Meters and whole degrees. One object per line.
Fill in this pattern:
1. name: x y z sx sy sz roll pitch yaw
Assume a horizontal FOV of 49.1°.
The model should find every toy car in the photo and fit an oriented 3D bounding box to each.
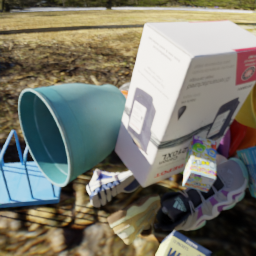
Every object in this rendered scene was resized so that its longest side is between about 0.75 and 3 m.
1. toy car: 2.402 0.384 7.912 2.844 2.132 2.489 -6 30 -23

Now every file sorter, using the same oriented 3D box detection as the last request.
1. file sorter: -3.112 1.005 7.567 2.437 1.495 1.691 -3 31 -6

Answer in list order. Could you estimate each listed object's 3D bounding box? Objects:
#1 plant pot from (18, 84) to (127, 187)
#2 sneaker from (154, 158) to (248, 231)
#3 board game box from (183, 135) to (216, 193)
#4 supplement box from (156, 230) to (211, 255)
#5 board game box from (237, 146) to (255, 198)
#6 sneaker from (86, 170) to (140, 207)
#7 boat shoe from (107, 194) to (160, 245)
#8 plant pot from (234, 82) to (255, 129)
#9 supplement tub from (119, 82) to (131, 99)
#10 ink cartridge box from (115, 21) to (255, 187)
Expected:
1. plant pot: -1.045 -0.057 6.324 1.986 2.114 2.114 -22 37 -37
2. sneaker: 1.329 1.483 5.711 1.557 2.226 0.865 5 38 -37
3. board game box: 1.243 0.608 4.839 0.436 0.428 0.832 15 47 3
4. supplement box: 0.750 2.423 4.668 0.675 1.005 1.004 29 59 11
5. board game box: 2.498 0.864 5.398 0.310 0.996 1.320 -17 -10 11
6. sneaker: -0.484 1.425 7.675 1.605 0.648 0.927 -19 37 -27
7. boat shoe: 0.286 2.059 6.281 2.060 0.738 0.784 -2 58 -61
8. plant pot: 2.847 -1.100 6.795 2.041 2.041 1.920 -16 20 -25
9. supplement tub: 0.729 -0.678 8.622 1.709 1.709 2.790 25 32 37
10. ink cartridge box: 1.094 -0.432 5.439 2.084 2.879 1.214 -15 48 -31
